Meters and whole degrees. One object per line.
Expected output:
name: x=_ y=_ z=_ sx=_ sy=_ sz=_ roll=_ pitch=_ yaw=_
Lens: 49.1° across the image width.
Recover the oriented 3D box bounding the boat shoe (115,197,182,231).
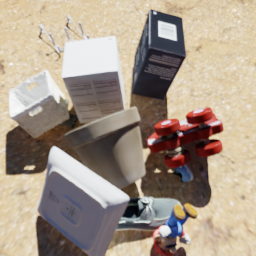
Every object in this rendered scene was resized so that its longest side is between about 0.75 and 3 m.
boat shoe: x=0.462 y=2.758 z=9.133 sx=2.814 sy=0.869 sz=1.025 roll=-5 pitch=53 yaw=-5

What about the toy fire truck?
toy fire truck: x=2.073 y=0.191 z=10.376 sx=2.773 sy=1.555 sz=2.329 roll=-19 pitch=11 yaw=7

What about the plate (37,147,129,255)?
plate: x=-1.597 y=2.371 z=8.298 sx=2.811 sy=2.805 sz=0.454 roll=31 pitch=30 yaw=18

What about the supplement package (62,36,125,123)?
supplement package: x=-1.262 y=-1.861 z=11.283 sx=2.019 sy=2.680 sz=2.034 roll=-7 pitch=54 yaw=2

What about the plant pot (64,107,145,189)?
plant pot: x=-0.522 y=0.803 z=9.573 sx=2.625 sy=2.625 sz=2.277 roll=-23 pitch=92 yaw=-16

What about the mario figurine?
mario figurine: x=1.409 y=3.183 z=8.277 sx=1.169 sy=1.894 sz=1.004 roll=23 pitch=30 yaw=2

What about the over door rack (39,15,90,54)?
over door rack: x=-3.474 y=-5.183 z=14.989 sx=1.880 sy=0.848 sz=2.545 roll=-28 pitch=58 yaw=-20

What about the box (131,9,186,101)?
box: x=1.244 y=-3.118 z=12.181 sx=1.578 sy=2.688 sz=2.643 roll=11 pitch=53 yaw=-9

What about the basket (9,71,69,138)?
basket: x=-3.471 y=-0.913 z=11.023 sx=1.830 sy=1.485 sz=1.846 roll=-30 pitch=44 yaw=3

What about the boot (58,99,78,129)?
boot: x=-2.490 y=-0.571 z=11.909 sx=0.851 sy=0.441 sz=1.302 roll=12 pitch=63 yaw=4

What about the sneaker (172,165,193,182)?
sneaker: x=1.844 y=1.451 z=10.352 sx=0.572 sy=0.498 sz=1.271 roll=-25 pitch=57 yaw=-13
